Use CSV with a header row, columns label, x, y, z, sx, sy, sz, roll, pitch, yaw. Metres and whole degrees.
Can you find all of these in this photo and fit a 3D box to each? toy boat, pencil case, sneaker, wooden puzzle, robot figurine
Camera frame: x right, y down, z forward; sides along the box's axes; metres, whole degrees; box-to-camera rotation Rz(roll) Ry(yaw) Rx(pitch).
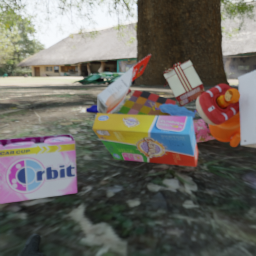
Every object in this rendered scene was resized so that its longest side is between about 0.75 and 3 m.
label,x,y,z,sx,sy,sz,roll,pitch,yaw
toy boat,2.384,-0.664,6.958,1.383,0.902,0.904,-29,-7,-31
pencil case,2.200,0.083,9.369,1.904,0.788,0.824,-6,13,-33
sneaker,-1.166,1.621,3.473,0.396,0.228,0.760,2,17,12
wooden puzzle,0.622,-0.618,10.418,2.946,0.207,1.747,21,57,19
robot figurine,2.973,-0.173,8.469,1.272,1.031,1.768,32,-11,24

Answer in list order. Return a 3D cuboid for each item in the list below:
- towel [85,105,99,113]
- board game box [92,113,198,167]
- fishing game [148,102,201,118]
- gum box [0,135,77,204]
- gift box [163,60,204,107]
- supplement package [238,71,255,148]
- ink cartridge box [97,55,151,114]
label,x,y,z,sx,sy,sz,roll,pitch,yaw
towel,-1.647,-1.036,16.293,1.392,0.345,1.028,5,19,23
board game box,0.469,0.302,6.598,2.164,0.436,1.656,3,-29,21
fishing game,1.692,-0.516,9.666,1.916,0.298,1.372,8,21,-12
gum box,-2.000,0.774,5.410,1.904,1.080,0.629,-4,12,-20
gift box,1.743,-1.454,9.139,1.157,1.081,1.068,-24,-23,8
supplement package,3.477,-0.480,6.550,0.988,1.783,1.388,8,-13,-26
ink cartridge box,-0.065,-1.344,9.657,2.269,0.569,1.840,-38,-4,-11
